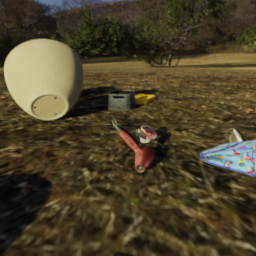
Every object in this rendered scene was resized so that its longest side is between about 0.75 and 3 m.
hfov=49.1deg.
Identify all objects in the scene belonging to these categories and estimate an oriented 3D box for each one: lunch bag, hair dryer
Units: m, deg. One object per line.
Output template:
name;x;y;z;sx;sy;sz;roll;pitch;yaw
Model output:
lunch bag;2.073;0.528;5.527;0.877;0.548;1.166;-15;9;-44
hair dryer;0.101;0.391;5.412;0.963;0.343;1.264;22;28;-35

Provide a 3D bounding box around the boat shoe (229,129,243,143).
boat shoe;2.533;0.282;6.616;0.274;0.331;0.921;-41;3;20

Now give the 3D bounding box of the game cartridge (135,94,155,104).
game cartridge;0.405;-1.322;12.971;1.320;0.243;1.498;6;18;22

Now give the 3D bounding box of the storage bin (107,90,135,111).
storage bin;-0.256;-1.144;11.424;0.932;0.646;1.378;2;14;10

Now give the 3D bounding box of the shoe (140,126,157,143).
shoe;0.538;0.101;7.193;0.285;0.362;0.797;7;16;24

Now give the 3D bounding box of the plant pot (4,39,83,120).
plant pot;-2.667;-1.287;9.189;2.608;2.608;1.751;-5;50;-17
